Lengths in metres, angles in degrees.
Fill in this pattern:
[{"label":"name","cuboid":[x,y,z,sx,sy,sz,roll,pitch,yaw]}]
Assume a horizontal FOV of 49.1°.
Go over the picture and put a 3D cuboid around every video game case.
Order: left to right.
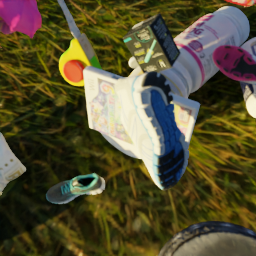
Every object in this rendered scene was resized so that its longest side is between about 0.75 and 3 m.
[{"label":"video game case","cuboid":[0.165,-0.215,5.700,2.301,1.648,0.207,22,50,18]}]

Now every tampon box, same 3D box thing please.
[{"label":"tampon box","cuboid":[0.458,-1.541,5.278,0.651,0.869,0.549,-9,36,41]}]

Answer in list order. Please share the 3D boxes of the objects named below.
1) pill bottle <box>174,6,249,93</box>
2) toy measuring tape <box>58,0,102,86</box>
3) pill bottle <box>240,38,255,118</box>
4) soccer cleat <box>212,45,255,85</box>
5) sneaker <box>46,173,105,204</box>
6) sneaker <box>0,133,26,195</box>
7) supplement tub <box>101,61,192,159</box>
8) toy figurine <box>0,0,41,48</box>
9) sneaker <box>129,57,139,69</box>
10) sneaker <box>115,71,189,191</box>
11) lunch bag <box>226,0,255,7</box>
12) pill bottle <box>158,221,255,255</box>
[{"label":"pill bottle","cuboid":[2.350,-2.456,8.582,1.583,1.583,2.792,41,67,21]},{"label":"toy measuring tape","cuboid":[-1.258,-1.702,5.919,0.867,2.358,0.867,-22,25,11]},{"label":"pill bottle","cuboid":[4.016,-1.158,7.886,1.487,1.487,2.678,0,60,0]},{"label":"soccer cleat","cuboid":[2.962,-1.336,6.659,2.031,0.877,0.709,28,103,15]},{"label":"sneaker","cuboid":[-1.312,1.419,6.880,1.463,0.667,0.567,-16,61,-8]},{"label":"sneaker","cuboid":[-3.228,1.444,6.643,1.686,1.075,2.917,-18,69,-18]},{"label":"supplement tub","cuboid":[0.486,-0.583,7.411,1.737,1.737,2.390,31,64,16]},{"label":"toy figurine","cuboid":[-2.745,-1.908,5.324,2.174,2.362,1.773,-21,97,-12]},{"label":"sneaker","cuboid":[0.643,-2.317,9.173,1.454,0.531,0.515,-17,52,-20]},{"label":"sneaker","cuboid":[0.328,0.063,4.312,0.743,1.983,0.859,-34,30,-32]},{"label":"lunch bag","cuboid":[3.237,-4.005,7.136,1.474,1.673,0.685,2,54,-25]},{"label":"pill bottle","cuboid":[1.105,2.026,3.395,1.597,2.856,1.597,-5,63,11]}]
